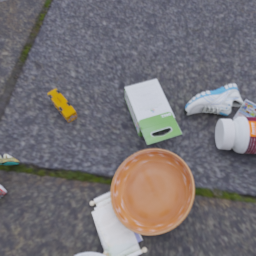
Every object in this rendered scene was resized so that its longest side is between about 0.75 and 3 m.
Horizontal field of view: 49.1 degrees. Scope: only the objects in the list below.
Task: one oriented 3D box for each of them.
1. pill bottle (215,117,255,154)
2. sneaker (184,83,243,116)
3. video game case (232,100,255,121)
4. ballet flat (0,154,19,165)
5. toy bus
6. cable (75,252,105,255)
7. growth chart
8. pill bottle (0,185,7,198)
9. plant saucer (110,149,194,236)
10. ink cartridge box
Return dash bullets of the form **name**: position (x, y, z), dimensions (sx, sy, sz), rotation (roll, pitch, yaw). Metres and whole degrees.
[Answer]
- **pill bottle**: position (4.740, 0.288, 10.605), dimensions (2.562, 1.403, 1.403), rotation (2, 61, 1)
- **sneaker**: position (3.610, -0.938, 11.576), dimensions (2.668, 1.000, 1.156), rotation (-20, 68, -11)
- **video game case**: position (5.094, -0.548, 11.813), dimensions (0.897, 0.113, 1.253), rotation (33, 66, 18)
- **ballet flat**: position (-4.616, 1.172, 10.263), dimensions (1.324, 0.468, 0.468), rotation (1, 48, -50)
- **toy bus**: position (-2.775, -0.959, 11.765), dimensions (0.490, 0.589, 1.505), rotation (-36, 67, -17)
- **cable**: position (-1.156, 4.945, 8.255), dimensions (2.372, 0.821, 2.373), rotation (-41, 68, -13)
- **growth chart**: position (-0.310, 3.293, 9.598), dimensions (1.805, 0.221, 2.494), rotation (-15, 62, -8)
- **pill bottle**: position (-4.837, 2.428, 9.901), dimensions (0.542, 0.542, 0.935), rotation (36, 67, 18)
- **plant saucer**: position (0.804, 2.120, 9.439), dimensions (2.894, 0.542, 2.894), rotation (-11, 59, 19)
- **ink cartridge box**: position (0.942, -0.543, 11.381), dimensions (1.465, 0.837, 2.821), rotation (-16, 62, -9)
